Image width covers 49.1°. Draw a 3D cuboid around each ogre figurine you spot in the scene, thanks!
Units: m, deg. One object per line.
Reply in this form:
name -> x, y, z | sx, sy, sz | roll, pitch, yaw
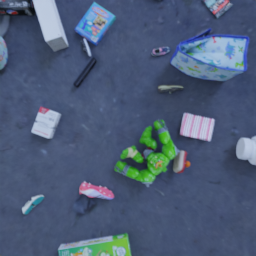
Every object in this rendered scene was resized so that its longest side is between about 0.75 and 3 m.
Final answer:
ogre figurine -> 0.810, 1.007, 10.309 | 2.494, 1.223, 1.495 | -41, 69, -19

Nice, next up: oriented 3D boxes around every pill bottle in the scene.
pill bottle -> 5.080, 0.889, 10.320 | 1.919, 1.075, 1.075 | 9, 86, 1

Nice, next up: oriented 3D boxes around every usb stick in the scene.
usb stick -> -1.675, -2.145, 10.872 | 0.217, 0.370, 1.333 | 35, 87, 2

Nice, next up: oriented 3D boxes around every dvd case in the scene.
dvd case -> 3.501, -4.963, 11.077 | 0.726, 0.109, 0.995 | -40, 88, 17

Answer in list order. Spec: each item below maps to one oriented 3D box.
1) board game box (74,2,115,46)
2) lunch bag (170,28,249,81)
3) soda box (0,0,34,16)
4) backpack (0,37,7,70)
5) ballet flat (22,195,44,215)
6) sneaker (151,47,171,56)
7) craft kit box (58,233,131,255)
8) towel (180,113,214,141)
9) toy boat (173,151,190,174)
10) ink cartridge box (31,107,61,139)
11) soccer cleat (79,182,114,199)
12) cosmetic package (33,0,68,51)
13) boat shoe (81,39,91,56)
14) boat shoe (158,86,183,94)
board game box -> -1.292, -4.087, 11.030 | 1.024, 0.303, 1.347 | 35, 87, 2
lunch bag -> 2.789, -2.547, 10.087 | 2.320, 1.973, 1.478 | 3, 88, 0
soda box -> -4.893, -4.887, 10.837 | 2.360, 0.747, 0.835 | 2, 90, -1
backpack -> -5.653, -2.873, 10.378 | 2.043, 1.538, 1.814 | -13, 79, -5
ballet flat -> -3.635, 2.831, 10.576 | 0.971, 0.348, 0.348 | -44, 87, -6
sneaker -> 1.318, -3.004, 10.949 | 0.785, 0.322, 0.275 | -17, 88, -3
craft kit box -> -1.071, 5.459, 10.277 | 2.583, 0.635, 2.616 | -10, 87, -3
towel -> 2.637, -0.032, 10.675 | 1.205, 0.180, 0.882 | 13, 82, 2
toy boat -> 2.059, 1.304, 10.506 | 0.574, 0.573, 0.879 | 20, 63, -16
ink cartridge box -> -3.127, -0.181, 10.704 | 0.742, 0.430, 1.028 | 20, 86, 2
soccer cleat -> -1.203, 2.463, 10.586 | 1.324, 0.441, 0.506 | 19, 112, -2
cosmetic package -> -3.088, -4.426, 10.651 | 0.685, 1.116, 2.704 | -18, 86, -2
boat shoe -> -1.676, -3.135, 11.000 | 0.250, 0.264, 0.754 | -20, 85, 5
boat shoe -> 1.639, -1.479, 10.863 | 0.955, 0.341, 0.314 | 1, 93, 3
